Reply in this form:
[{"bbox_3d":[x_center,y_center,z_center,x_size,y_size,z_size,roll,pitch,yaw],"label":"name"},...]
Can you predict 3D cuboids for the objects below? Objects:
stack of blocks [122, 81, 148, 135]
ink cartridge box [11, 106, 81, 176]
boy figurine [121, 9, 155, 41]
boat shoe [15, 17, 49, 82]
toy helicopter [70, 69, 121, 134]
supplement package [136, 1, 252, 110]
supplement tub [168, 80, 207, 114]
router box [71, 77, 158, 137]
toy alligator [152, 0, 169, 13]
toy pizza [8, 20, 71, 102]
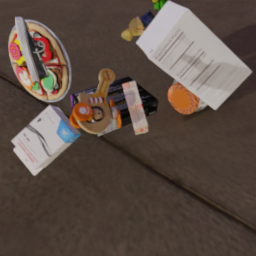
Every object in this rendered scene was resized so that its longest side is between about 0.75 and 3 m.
[{"bbox_3d":[0.168,-0.458,6.527,0.316,0.622,1.080,-15,69,1],"label":"stack of blocks"},{"bbox_3d":[-2.392,0.399,7.772,1.852,0.628,1.074,-42,83,5],"label":"ink cartridge box"},{"bbox_3d":[0.409,-4.053,11.312,1.520,0.490,0.945,-36,59,18],"label":"boy figurine"},{"bbox_3d":[-2.613,-2.167,7.789,0.628,1.838,0.679,-19,37,-17],"label":"boat shoe"},{"bbox_3d":[-0.563,-0.603,6.183,1.058,0.631,1.600,21,66,-12],"label":"toy helicopter"},{"bbox_3d":[1.999,-2.209,8.702,2.976,1.630,1.693,31,20,-28],"label":"supplement package"},{"bbox_3d":[2.964,-1.771,11.530,1.664,1.664,2.716,32,53,28],"label":"supplement tub"},{"bbox_3d":[-0.387,-0.693,8.004,2.035,0.520,1.518,-22,47,-28],"label":"router box"},{"bbox_3d":[1.064,-4.366,9.690,0.583,1.965,0.533,-10,4,-32],"label":"toy alligator"},{"bbox_3d":[-3.036,-2.084,9.220,2.746,2.746,0.435,22,37,21],"label":"toy pizza"}]
